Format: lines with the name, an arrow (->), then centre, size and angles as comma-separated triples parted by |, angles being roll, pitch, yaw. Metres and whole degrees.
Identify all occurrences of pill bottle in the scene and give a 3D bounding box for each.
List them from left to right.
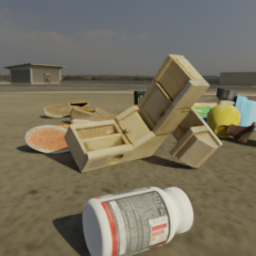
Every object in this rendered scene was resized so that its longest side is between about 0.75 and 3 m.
pill bottle -> 0.124, 1.058, 3.232 | 1.168, 0.677, 0.677 | -4, 11, -28

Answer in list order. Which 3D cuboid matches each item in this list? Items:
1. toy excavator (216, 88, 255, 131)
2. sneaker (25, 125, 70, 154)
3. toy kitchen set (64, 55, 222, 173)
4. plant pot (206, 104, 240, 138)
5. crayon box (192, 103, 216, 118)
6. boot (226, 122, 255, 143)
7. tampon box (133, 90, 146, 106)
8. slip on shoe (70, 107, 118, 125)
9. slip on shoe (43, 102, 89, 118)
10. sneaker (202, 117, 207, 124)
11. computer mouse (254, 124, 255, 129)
toy excavator -> 4.804, -0.480, 10.865 | 2.976, 1.487, 2.894 | 16, 11, 17
sneaker -> -1.708, 0.285, 7.785 | 2.147, 0.766, 0.858 | 0, 2, -17
toy kitchen set -> 0.379, 0.066, 5.746 | 2.194, 2.432, 1.984 | -8, 54, -40
plant pot -> 3.202, -0.115, 9.414 | 1.114, 1.114, 0.791 | 3, 39, 15
crayon box -> 3.713, -0.757, 13.496 | 2.533, 0.738, 1.504 | 1, 10, 4
boot -> 3.536, 0.011, 8.739 | 0.671, 0.807, 0.292 | 32, -8, 22
tampon box -> 1.278, -0.944, 12.473 | 1.953, 1.464, 1.233 | -1, 10, -5
slip on shoe -> -1.273, -0.526, 12.143 | 2.499, 0.757, 0.950 | 1, 10, 7
slip on shoe -> -3.106, -0.995, 14.299 | 2.308, 0.699, 0.878 | 1, 46, -22
sneaker -> 3.755, -0.464, 12.177 | 0.440, 0.629, 1.264 | -6, 12, -33
computer mouse -> 4.703, 0.397, 7.432 | 1.543, 0.617, 2.814 | -9, 18, -30
